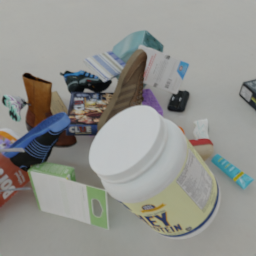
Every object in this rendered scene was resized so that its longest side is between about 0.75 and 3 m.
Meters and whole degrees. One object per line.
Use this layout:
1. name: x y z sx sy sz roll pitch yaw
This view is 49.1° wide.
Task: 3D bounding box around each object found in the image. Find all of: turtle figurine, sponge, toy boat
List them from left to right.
1. turtle figurine: -3.331 0.963 6.254 1.933 1.435 1.993 36 73 21
2. sponge: -0.251 -0.641 10.389 2.792 0.416 1.558 -14 44 -9
3. toy boat: 1.530 0.497 8.322 1.815 1.185 1.187 -5 62 -18

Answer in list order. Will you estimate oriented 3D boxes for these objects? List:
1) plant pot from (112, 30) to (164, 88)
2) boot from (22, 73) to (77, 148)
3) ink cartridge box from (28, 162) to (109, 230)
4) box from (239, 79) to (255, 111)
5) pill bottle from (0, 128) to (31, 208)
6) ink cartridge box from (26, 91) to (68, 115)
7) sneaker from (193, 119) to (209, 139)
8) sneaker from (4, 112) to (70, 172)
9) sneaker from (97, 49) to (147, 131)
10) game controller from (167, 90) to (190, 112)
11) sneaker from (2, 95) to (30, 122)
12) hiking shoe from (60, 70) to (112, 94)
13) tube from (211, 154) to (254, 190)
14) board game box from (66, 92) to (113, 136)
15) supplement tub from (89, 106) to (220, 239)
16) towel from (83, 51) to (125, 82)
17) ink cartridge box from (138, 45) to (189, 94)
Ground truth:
1. plant pot: 0.366 -2.355 9.399 1.455 1.482 1.451 34 46 -23
2. boot: -2.262 -0.500 8.242 1.851 1.966 0.673 28 38 20
3. ink cartridge box: -1.413 1.706 7.125 2.078 1.512 0.498 9 36 13
4. box: 6.037 -0.943 10.542 2.274 0.736 2.884 -15 45 -14
5. pill bottle: -3.898 1.490 7.329 1.664 1.664 2.967 24 50 23
6. ink cartridge box: -2.906 -0.601 10.254 1.191 0.543 1.446 -21 49 -19
7. sneaker: 2.448 0.328 9.338 0.533 0.468 1.330 -4 61 14
8. sneaker: -2.025 0.372 6.695 1.986 0.774 0.697 -30 25 22
9. sneaker: 0.085 -0.779 7.072 0.878 2.325 0.819 27 8 7
10. game controller: 1.998 -1.079 11.090 0.694 0.280 1.329 3 41 24
11. sneaker: -3.027 -0.579 7.853 0.676 0.375 0.966 -9 56 -48
12. hiking shoe: -1.494 -1.871 10.689 2.085 0.776 0.904 -10 63 -46
13. tube: 3.121 1.304 8.493 0.503 0.327 1.298 -37 54 -16
14. board game box: -1.122 -0.518 9.077 1.591 0.406 2.348 0 30 -8
15. supplement tub: 0.665 1.060 6.408 2.058 2.838 2.058 -26 37 22
16. towel: -0.525 -1.584 7.143 0.825 0.134 1.123 43 43 10
17. ink cartridge box: 0.842 -1.799 8.547 1.768 1.024 0.590 15 16 -25
